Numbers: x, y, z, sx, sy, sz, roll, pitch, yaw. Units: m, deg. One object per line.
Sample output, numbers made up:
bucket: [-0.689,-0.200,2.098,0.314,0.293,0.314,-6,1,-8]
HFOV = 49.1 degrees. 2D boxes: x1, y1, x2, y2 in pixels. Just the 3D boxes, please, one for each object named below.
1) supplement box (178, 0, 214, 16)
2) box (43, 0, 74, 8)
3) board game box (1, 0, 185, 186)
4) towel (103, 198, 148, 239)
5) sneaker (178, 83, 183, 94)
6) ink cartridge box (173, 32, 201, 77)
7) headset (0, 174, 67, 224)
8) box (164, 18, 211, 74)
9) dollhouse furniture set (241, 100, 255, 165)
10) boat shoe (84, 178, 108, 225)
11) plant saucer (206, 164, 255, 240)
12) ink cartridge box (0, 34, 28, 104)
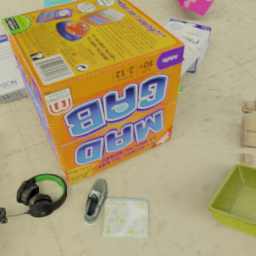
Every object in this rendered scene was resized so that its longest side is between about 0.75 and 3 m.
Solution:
supplement box: [2.548,-5.576,11.024,1.140,1.117,2.206,11,45,-24]
box: [-2.371,-3.900,10.437,1.207,0.721,2.933,-13,51,-11]
board game box: [-0.796,-1.001,6.553,2.807,2.807,2.809,-23,51,-18]
towel: [-0.054,1.900,5.913,0.944,0.227,0.808,1,53,1]
sneaker: [1.404,-1.171,8.191,0.280,0.316,0.755,26,21,20]
ink cartridge box: [1.058,-1.727,8.365,2.122,0.416,1.055,-47,54,11]
headset: [-2.012,1.471,5.941,0.944,0.718,1.529,33,46,25]
box: [1.817,-2.798,9.428,1.493,0.852,1.624,20,53,17]
dollhouse furniture set: [3.794,0.123,7.345,1.719,0.984,2.016,8,74,7]
boat shoe: [-0.701,1.544,6.125,0.397,0.337,1.092,9,51,8]
plant saucer: [2.730,1.476,4.985,2.137,0.512,2.140,13,21,31]
ink cartridge box: [-3.103,-2.193,8.493,2.466,0.502,2.471,-19,70,-5]
